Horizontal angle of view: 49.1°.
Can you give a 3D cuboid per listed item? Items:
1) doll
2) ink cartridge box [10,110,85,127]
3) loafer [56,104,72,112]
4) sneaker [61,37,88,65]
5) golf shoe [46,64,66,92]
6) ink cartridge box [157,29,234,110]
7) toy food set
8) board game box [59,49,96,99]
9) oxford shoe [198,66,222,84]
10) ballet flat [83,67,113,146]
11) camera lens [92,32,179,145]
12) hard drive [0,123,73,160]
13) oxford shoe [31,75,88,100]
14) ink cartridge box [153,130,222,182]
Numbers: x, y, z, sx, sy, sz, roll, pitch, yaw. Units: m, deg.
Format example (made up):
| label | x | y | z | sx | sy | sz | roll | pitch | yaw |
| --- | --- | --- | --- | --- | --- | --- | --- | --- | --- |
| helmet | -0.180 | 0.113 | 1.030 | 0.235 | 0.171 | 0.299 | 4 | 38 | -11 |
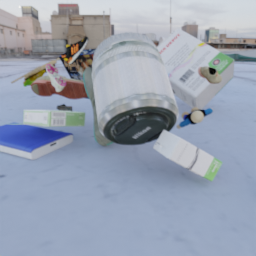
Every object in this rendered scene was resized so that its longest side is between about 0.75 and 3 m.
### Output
| label | x | y | z | sx | sy | sz | roll | pitch | yaw |
| --- | --- | --- | --- | --- | --- | --- | --- | --- | --- |
| doll | 1.600 | -0.257 | 6.842 | 0.961 | 0.341 | 1.409 | -27 | 2 | 6 |
| ink cartridge box | -2.289 | -0.265 | 7.572 | 1.849 | 0.443 | 1.345 | 5 | 4 | 31 |
| loafer | -2.606 | -0.824 | 11.601 | 0.396 | 0.347 | 1.103 | 7 | 11 | -43 |
| sneaker | -1.548 | -2.298 | 8.050 | 0.434 | 0.965 | 0.338 | 36 | 23 | -21 |
| golf shoe | -1.984 | -1.324 | 7.457 | 0.322 | 0.392 | 0.856 | -13 | 60 | -42 |
| ink cartridge box | 2.485 | -2.458 | 11.707 | 2.170 | 1.258 | 2.997 | -45 | 60 | -5 |
| toy food set | -3.606 | -2.249 | 11.594 | 1.637 | 0.476 | 2.371 | -23 | 18 | 18 |
| board game box | -1.089 | -1.699 | 9.174 | 2.553 | 1.729 | 0.442 | 12 | 47 | 47 |
| oxford shoe | 2.383 | -1.471 | 7.858 | 0.973 | 0.344 | 0.359 | 11 | -9 | -38 |
| ballet flat | -0.676 | -0.708 | 8.017 | 0.780 | 2.449 | 0.825 | -20 | -17 | 30 |
| camera lens | 0.099 | -0.852 | 6.629 | 1.810 | 1.810 | 2.263 | -4 | 61 | -13 |
| hard drive | -3.050 | 0.305 | 8.080 | 2.420 | 0.307 | 1.596 | 9 | 19 | 27 |
| oxford shoe | -2.023 | -1.410 | 8.886 | 2.042 | 0.723 | 0.754 | 7 | 45 | 9 |
| ink cartridge box | 1.214 | 0.563 | 5.816 | 1.144 | 0.481 | 0.832 | 29 | 1 | -21 |
